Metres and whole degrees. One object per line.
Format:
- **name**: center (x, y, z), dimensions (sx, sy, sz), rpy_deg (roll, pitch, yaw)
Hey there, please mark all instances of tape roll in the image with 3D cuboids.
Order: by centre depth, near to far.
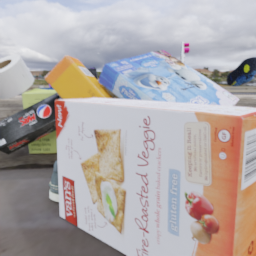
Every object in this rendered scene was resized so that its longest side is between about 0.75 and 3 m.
- **tape roll**: center (-3.456, -1.490, 8.139), dimensions (1.166, 0.801, 1.166), rpy_deg (-13, 39, 11)

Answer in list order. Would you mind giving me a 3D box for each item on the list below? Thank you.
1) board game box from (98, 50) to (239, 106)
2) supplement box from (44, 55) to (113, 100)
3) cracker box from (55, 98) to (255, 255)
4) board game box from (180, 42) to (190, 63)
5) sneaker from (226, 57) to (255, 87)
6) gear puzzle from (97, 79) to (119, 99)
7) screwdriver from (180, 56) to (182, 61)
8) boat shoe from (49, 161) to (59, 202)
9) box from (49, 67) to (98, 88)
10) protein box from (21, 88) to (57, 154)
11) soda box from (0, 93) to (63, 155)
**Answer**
- **board game box**: center (1.081, -0.879, 6.740), dimensions (2.563, 0.559, 2.576), rpy_deg (39, 39, 17)
- **supplement box**: center (-0.773, -0.530, 6.411), dimensions (0.778, 2.337, 0.804), rpy_deg (-42, -4, 12)
- **cracker box**: center (0.163, 0.620, 3.655), dimensions (2.848, 1.907, 0.821), rpy_deg (9, 13, 43)
- **board game box**: center (1.974, -1.490, 9.983), dimensions (0.289, 2.232, 2.233), rpy_deg (2, 54, 8)
- **sneaker**: center (3.460, -1.617, 8.097), dimensions (0.555, 0.467, 1.416), rpy_deg (0, -16, -15)
- **gear puzzle**: center (-0.461, -0.943, 7.923), dimensions (0.327, 1.295, 2.500), rpy_deg (19, 45, 42)
- **screwdriver**: center (1.665, -1.542, 9.448), dimensions (0.263, 1.886, 0.274), rpy_deg (-2, 45, -5)
- **boat shoe**: center (-0.726, 0.795, 5.990), dimensions (0.898, 0.762, 2.465), rpy_deg (5, 11, 26)
- **box**: center (-1.906, -1.538, 9.981), dimensions (1.680, 1.027, 0.891), rpy_deg (-8, 16, -6)
- **protein box**: center (-2.070, -0.271, 8.599), dimensions (1.795, 1.809, 1.220), rpy_deg (-2, 15, 1)
- **soda box**: center (-2.382, -0.130, 7.180), dimensions (2.086, 0.660, 0.738), rpy_deg (-28, -14, -7)
